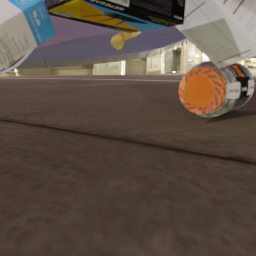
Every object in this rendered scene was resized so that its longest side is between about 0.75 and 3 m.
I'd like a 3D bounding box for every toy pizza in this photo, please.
[{"bbox_3d":[-3.045,-2.609,6.376,2.746,2.746,0.435,6,2,24],"label":"toy pizza"}]

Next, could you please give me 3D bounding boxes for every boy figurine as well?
[{"bbox_3d":[0.090,-3.238,9.520,1.520,0.490,0.945,-41,37,-7],"label":"boy figurine"}]

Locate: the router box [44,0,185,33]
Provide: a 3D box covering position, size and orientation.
[{"bbox_3d":[-0.224,-2.138,4.877,2.035,0.520,1.518,-3,11,-40],"label":"router box"}]

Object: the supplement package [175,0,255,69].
[{"bbox_3d":[1.992,-3.103,6.503,2.976,1.630,1.693,39,-11,-14],"label":"supplement package"}]

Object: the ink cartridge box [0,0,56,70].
[{"bbox_3d":[-2.124,-1.294,3.907,1.074,0.628,1.852,38,67,25],"label":"ink cartridge box"}]

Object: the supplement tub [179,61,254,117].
[{"bbox_3d":[2.779,-1.248,8.752,1.664,1.664,2.716,9,16,35],"label":"supplement tub"}]
